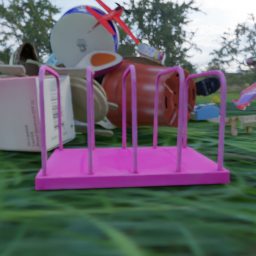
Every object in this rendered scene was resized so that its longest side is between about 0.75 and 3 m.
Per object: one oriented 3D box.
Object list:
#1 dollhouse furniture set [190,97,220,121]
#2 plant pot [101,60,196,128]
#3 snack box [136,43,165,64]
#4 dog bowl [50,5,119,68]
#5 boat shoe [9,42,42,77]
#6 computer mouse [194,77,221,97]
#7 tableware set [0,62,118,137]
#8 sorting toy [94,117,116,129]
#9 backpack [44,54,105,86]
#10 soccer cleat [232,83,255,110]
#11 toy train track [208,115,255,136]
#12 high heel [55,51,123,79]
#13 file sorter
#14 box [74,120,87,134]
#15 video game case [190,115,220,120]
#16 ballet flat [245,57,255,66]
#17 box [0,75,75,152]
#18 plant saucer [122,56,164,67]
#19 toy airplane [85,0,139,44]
[{"bbox_3d":[2.039,-1.172,11.100,2.422,1.581,2.287,-7,10,-26],"label":"dollhouse furniture set"},{"bbox_3d":[0.641,-0.854,7.702,1.970,2.025,2.025,11,13,44],"label":"plant pot"},{"bbox_3d":[0.753,-2.348,8.939,0.841,0.313,1.182,21,10,4],"label":"snack box"},{"bbox_3d":[-1.246,-2.503,8.153,1.894,1.894,0.746,1,38,7],"label":"dog bowl"},{"bbox_3d":[-3.380,-1.799,9.389,1.110,3.007,1.112,10,-46,-43],"label":"boat shoe"},{"bbox_3d":[1.912,-1.078,8.418,1.764,0.517,0.300,-16,-3,17],"label":"computer mouse"},{"bbox_3d":[-1.770,-0.803,6.533,2.926,1.934,0.586,6,48,19],"label":"tableware set"},{"bbox_3d":[-0.653,-0.388,9.144,1.920,1.026,1.729,4,27,30],"label":"sorting toy"},{"bbox_3d":[-1.879,-2.037,10.318,1.929,2.274,2.562,40,-18,3],"label":"backpack"},{"bbox_3d":[3.368,-0.982,7.675,0.423,1.106,0.369,40,28,7],"label":"soccer cleat"},{"bbox_3d":[3.053,-0.080,7.872,1.676,0.475,2.922,-6,1,9],"label":"toy train track"},{"bbox_3d":[-1.065,-1.520,8.021,2.225,0.750,1.070,-4,-31,21],"label":"high heel"},{"bbox_3d":[0.008,-0.105,3.886,2.250,1.411,1.563,-1,7,-6],"label":"file sorter"},{"bbox_3d":[-1.638,-0.604,7.475,1.099,1.443,0.767,0,9,16],"label":"box"},{"bbox_3d":[3.148,-0.466,11.877,1.166,0.150,1.283,-6,9,-36],"label":"video game case"},{"bbox_3d":[3.573,-1.818,7.571,0.819,0.283,0.291,-5,-1,-18],"label":"ballet flat"},{"bbox_3d":[-2.247,-0.318,5.490,2.062,1.318,1.123,0,12,19],"label":"box"},{"bbox_3d":[0.397,-2.190,11.983,2.581,0.472,2.581,7,-16,2],"label":"plant saucer"},{"bbox_3d":[-0.521,-3.013,7.516,2.130,2.130,0.392,-7,-23,-45],"label":"toy airplane"}]
